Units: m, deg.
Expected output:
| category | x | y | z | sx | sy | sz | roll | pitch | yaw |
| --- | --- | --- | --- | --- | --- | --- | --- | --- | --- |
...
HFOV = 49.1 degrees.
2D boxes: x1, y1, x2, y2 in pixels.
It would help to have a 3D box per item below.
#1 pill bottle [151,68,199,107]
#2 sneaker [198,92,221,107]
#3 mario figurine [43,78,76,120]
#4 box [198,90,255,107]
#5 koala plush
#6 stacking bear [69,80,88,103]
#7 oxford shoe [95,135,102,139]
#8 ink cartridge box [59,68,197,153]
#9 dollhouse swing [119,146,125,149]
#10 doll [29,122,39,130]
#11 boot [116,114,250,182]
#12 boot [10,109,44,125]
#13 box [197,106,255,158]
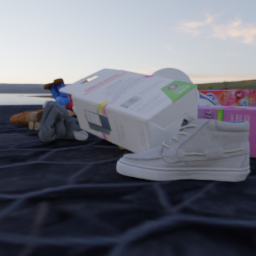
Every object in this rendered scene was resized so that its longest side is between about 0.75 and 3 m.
| category | x | y | z | sx | sy | sz | roll | pitch | yaw |
| --- | --- | --- | --- | --- | --- | --- | --- | --- | --- |
| pill bottle | 1.157 | -0.636 | 7.445 | 1.427 | 1.427 | 2.452 | 2 | -7 | 14 |
| sneaker | 2.038 | -0.457 | 9.448 | 2.899 | 1.674 | 1.171 | 42 | 18 | 32 |
| mario figurine | -2.065 | -0.637 | 8.715 | 0.922 | 1.739 | 1.074 | -26 | 6 | -23 |
| box | 4.158 | -0.987 | 12.685 | 1.390 | 1.452 | 2.912 | -3 | 8 | -28 |
| koala plush | -1.661 | -0.022 | 7.378 | 1.147 | 1.054 | 1.017 | 20 | 4 | -33 |
| stacking bear | -1.058 | -1.056 | 10.512 | 2.670 | 1.621 | 1.518 | 16 | 21 | -51 |
| oxford shoe | -0.465 | 0.188 | 7.366 | 0.949 | 0.357 | 0.274 | 9 | 34 | 7 |
| ink cartridge box | -0.068 | -0.431 | 5.423 | 2.420 | 0.815 | 1.417 | 21 | 44 | 41 |
| dollhouse swing | 0.362 | -0.129 | 6.467 | 1.116 | 1.154 | 1.270 | -32 | -7 | 25 |
| doll | -2.828 | -0.070 | 9.706 | 0.826 | 0.293 | 1.210 | 7 | 5 | 21 |
| boot | 0.770 | 0.248 | 4.026 | 1.877 | 0.897 | 0.690 | 0 | 7 | 3 |
| boot | -3.798 | -0.423 | 11.538 | 1.374 | 0.679 | 1.770 | -6 | 11 | 21 |
| box | 2.420 | 0.005 | 6.090 | 1.925 | 0.931 | 1.693 | 3 | 7 | 33 |
